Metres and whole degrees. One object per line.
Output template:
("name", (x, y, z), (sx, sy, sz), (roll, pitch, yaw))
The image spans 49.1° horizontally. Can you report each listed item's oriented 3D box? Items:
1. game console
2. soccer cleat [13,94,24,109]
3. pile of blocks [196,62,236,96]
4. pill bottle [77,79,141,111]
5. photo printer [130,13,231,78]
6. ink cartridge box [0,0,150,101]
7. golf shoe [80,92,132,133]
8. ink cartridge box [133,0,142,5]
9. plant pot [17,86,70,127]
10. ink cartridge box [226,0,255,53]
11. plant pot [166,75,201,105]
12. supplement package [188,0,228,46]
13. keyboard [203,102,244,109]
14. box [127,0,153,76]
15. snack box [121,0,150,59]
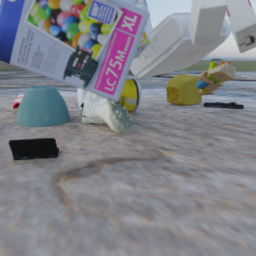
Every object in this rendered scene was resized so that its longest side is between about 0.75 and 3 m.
("game console", (-2.033, 0.387, 6.158), (0.933, 0.543, 0.821), (-2, 15, -10))
("soccer cleat", (-3.689, -0.856, 11.208), (1.860, 0.634, 0.681), (12, 48, 11))
("pile of blocks", (1.507, -0.946, 5.054), (0.493, 0.373, 1.200), (16, -12, -2))
("pill bottle", (-0.742, -1.244, 10.996), (2.318, 1.298, 1.298), (-6, 15, -21))
("photo printer", (1.667, -2.550, 8.630), (2.783, 0.967, 2.316), (-20, -8, -38))
("ink cartridge box", (-1.199, -1.689, 4.841), (2.774, 1.655, 0.582), (19, 15, -8))
("golf shoe", (-0.812, -0.438, 9.034), (1.394, 1.122, 2.866), (-42, 32, 7))
("ink cartridge box", (-0.045, -3.470, 7.182), (0.941, 0.605, 0.589), (-7, 37, 19))
("plant pot", (-2.902, -0.795, 9.534), (1.742, 1.173, 1.742), (0, 15, 0))
("ink cartridge box", (2.987, -2.718, 7.309), (0.561, 0.994, 1.354), (-21, -17, 23))
("plant pot", (2.479, -1.680, 13.014), (1.327, 1.298, 1.289), (-24, 26, -37))
("supplement package", (1.466, -2.055, 5.243), (0.503, 0.839, 0.509), (-7, 59, 0))
("keyboard", (4.287, -1.045, 12.553), (1.679, 0.173, 1.067), (6, 15, 19))
("box", (-0.455, -3.590, 10.881), (2.701, 2.937, 1.541), (-16, -18, 19))
("snack box", (-0.898, -2.548, 6.095), (2.010, 2.383, 0.806), (-19, -5, -23))
